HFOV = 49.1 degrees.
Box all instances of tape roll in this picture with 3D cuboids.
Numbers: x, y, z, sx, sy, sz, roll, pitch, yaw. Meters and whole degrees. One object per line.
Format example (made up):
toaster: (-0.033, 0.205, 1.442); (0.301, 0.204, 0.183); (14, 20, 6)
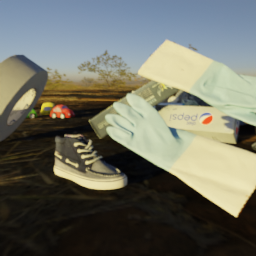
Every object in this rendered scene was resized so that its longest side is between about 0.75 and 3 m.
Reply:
tape roll: (-3.443, -0.839, 8.164); (0.852, 2.578, 2.578); (34, 9, -5)

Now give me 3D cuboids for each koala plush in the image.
koala plush: (3.608, -1.781, 16.551); (2.178, 2.257, 2.456); (0, -12, -31)

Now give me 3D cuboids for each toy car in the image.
toy car: (-4.341, -0.833, 13.724); (2.655, 0.629, 2.821); (-7, 12, -36)

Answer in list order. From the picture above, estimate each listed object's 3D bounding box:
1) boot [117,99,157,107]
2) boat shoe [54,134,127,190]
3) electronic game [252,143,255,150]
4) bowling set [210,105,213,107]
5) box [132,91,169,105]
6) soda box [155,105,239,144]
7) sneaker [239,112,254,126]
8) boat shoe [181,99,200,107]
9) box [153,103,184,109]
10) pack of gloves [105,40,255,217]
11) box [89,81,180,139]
boot: (0.498, -1.149, 15.747); (2.390, 0.880, 0.902); (5, -12, 19)
boat shoe: (-0.775, 0.579, 5.223); (1.736, 0.805, 0.648); (6, 12, 34)
electronic game: (3.805, 0.514, 7.231); (1.127, 0.234, 1.127); (-1, 6, 0)
bowling set: (4.199, -1.004, 13.251); (0.954, 1.236, 1.777); (1, 6, 13)
box: (1.445, -1.773, 17.514); (1.414, 1.158, 2.979); (5, 11, 27)
soda box: (2.015, -0.136, 8.539); (2.489, 0.789, 0.850); (5, -20, 28)
sneaker: (4.420, -0.878, 11.263); (1.027, 0.986, 2.618); (-33, 10, 37)
boat shoe: (3.184, -1.014, 14.285); (0.918, 0.791, 2.550); (-2, 10, -11)
box: (1.800, -0.661, 12.458); (1.171, 0.699, 2.845); (2, 10, 16)
pack of gloves: (1.005, -0.164, 4.251); (2.447, 0.483, 2.055); (31, 70, 29)
box: (0.210, -0.787, 9.291); (2.841, 0.725, 2.241); (-32, 4, 5)
